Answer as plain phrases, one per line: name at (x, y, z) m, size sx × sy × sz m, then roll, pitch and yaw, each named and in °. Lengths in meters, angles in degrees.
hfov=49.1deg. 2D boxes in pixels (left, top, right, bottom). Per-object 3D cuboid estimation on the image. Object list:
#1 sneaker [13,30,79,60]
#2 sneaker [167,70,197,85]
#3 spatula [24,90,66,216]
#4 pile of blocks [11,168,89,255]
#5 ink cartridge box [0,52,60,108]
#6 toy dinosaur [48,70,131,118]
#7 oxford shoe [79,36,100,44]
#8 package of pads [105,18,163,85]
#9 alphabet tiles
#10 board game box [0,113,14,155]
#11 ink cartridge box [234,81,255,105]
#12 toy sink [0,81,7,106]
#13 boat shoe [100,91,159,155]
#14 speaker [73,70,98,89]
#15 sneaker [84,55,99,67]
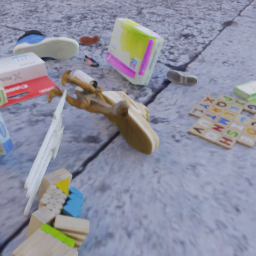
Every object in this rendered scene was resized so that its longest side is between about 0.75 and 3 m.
sneaker at (-3.360, -3.500, 11.606) m, size 2.588 × 0.993 × 1.440 m, roll -10°, pitch 46°, yaw -3°
sneaker at (1.907, -1.784, 9.936) m, size 1.106 × 0.413 × 0.454 m, roll 20°, pitch 28°, yaw 12°
spatula at (-1.668, 0.528, 5.853) m, size 0.190 × 1.641 × 2.361 m, roll 17°, pitch 47°, yaw -8°
pile of blocks at (-1.251, 1.729, 4.869) m, size 1.020 × 0.772 × 2.484 m, roll 16°, pitch 24°, yaw -10°
ink cartridge box at (-4.081, -1.656, 9.512) m, size 2.738 × 0.612 × 2.412 m, roll -24°, pitch 42°, yaw -28°
toy dinosaur at (-1.076, -0.747, 6.776) m, size 1.573 × 0.895 × 2.962 m, roll 24°, pitch 8°, yaw -37°
oxford shoe at (-1.777, -4.067, 12.982) m, size 0.976 × 0.345 × 0.360 m, roll -5°, pitch 17°, yaw -12°
package of pads at (0.130, -2.731, 9.761) m, size 0.759 × 1.720 × 2.227 m, roll -2°, pitch 33°, yaw -36°
alphabet tiles at (2.835, -0.268, 8.091) m, size 2.020 × 0.091 × 2.417 m, roll 25°, pitch 44°, yaw 29°
board game box at (-3.459, -0.118, 6.162) m, size 1.521 × 1.513 × 0.330 m, roll -4°, pitch 24°, yaw 18°
ink cartridge box at (4.167, -1.062, 9.006) m, size 0.889 × 0.293 × 1.222 m, roll -17°, pitch 39°, yaw -21°
toy sink at (-4.025, -0.978, 8.531) m, size 0.458 × 0.533 × 0.818 m, roll 27°, pitch 46°, yaw 23°
boat shoe at (0.124, -0.313, 7.448) m, size 0.883 × 0.941 × 2.552 m, roll -19°, pitch 46°, yaw -26°
speaker at (-1.478, -1.640, 9.653) m, size 0.405 × 0.405 × 0.997 m, roll -26°, pitch 45°, yaw -30°
sneaker at (-1.459, -2.646, 11.036) m, size 0.806 × 0.331 × 0.283 m, roll 25°, pitch 44°, yaw 29°
